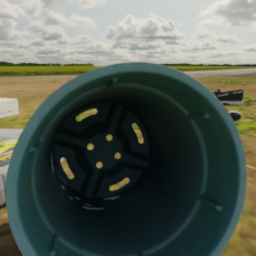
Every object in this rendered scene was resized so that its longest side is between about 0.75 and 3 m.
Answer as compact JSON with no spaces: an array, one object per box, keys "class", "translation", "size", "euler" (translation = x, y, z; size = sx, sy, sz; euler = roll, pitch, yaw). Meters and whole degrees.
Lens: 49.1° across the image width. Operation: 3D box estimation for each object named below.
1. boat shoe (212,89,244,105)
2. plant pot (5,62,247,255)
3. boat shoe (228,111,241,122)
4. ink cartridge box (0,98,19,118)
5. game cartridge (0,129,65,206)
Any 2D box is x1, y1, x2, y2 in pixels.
[{"class":"boat shoe","translation":[4.451,-1.554,13.788],"size":[2.424,0.731,0.916],"euler":[-1,13,-5]},{"class":"plant pot","translation":[-0.124,0.393,3.066],"size":[1.926,1.926,1.886],"euler":[-3,5,-13]},{"class":"boat shoe","translation":[3.144,-0.301,9.165],"size":[1.133,0.389,0.321],"euler":[-5,18,8]},{"class":"ink cartridge box","translation":[-5.096,-0.780,10.586],"size":[1.499,0.632,1.095],"euler":[4,13,18]},{"class":"game cartridge","translation":[-2.225,0.569,4.691],"size":[1.865,0.573,2.801],"euler":[6,16,14]}]
